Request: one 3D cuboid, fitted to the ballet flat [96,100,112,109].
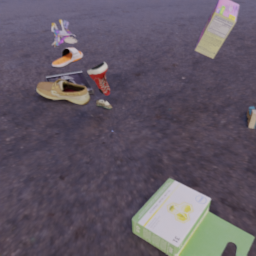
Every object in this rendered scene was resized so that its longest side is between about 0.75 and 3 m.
[{"bbox_3d":[-1.047,-1.035,12.065,0.785,0.295,0.266,17,32,23],"label":"ballet flat"}]

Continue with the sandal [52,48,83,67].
[{"bbox_3d":[-3.547,-4.281,16.497,0.957,0.716,2.499,14,37,20],"label":"sandal"}]

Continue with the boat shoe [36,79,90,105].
[{"bbox_3d":[-2.879,-1.734,12.340,2.437,0.809,0.902,11,49,4],"label":"boat shoe"}]

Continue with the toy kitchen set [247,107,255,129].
[{"bbox_3d":[5.223,-0.508,10.946,0.924,0.679,1.153,9,35,13],"label":"toy kitchen set"}]

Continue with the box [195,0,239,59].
[{"bbox_3d":[2.707,-3.047,8.566,0.646,1.337,1.176,26,50,1],"label":"box"}]

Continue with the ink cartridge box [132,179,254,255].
[{"bbox_3d":[1.583,2.408,6.756,2.470,0.592,1.797,22,39,32],"label":"ink cartridge box"}]

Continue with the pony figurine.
[{"bbox_3d":[-2.445,-3.542,10.564,0.944,0.978,0.814,-7,-7,-3],"label":"pony figurine"}]

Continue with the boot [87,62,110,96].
[{"bbox_3d":[-0.871,-1.680,9.940,0.567,1.130,1.567,-33,15,-13],"label":"boot"}]

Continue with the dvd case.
[{"bbox_3d":[-2.940,-2.138,13.781,1.892,0.203,2.545,-13,37,-16],"label":"dvd case"}]
